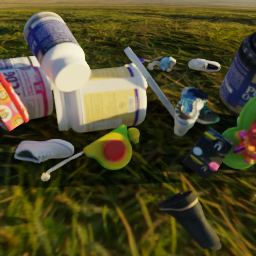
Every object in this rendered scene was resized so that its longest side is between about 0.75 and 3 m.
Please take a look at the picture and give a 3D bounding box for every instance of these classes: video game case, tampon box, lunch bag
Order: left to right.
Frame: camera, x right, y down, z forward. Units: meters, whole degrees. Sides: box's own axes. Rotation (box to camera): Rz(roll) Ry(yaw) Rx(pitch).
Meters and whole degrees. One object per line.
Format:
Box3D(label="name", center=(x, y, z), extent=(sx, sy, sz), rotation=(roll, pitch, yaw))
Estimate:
Box3D(label="lunch bag", center=(-3.074, -0.783, 6.709), extent=(0.685, 1.474, 1.673), rotation=(-32, 28, -16))
Box3D(label="video game case", center=(0.743, -1.438, 8.894), extent=(0.207, 2.301, 1.648), rotation=(-36, 28, 8))
Box3D(label="tampon box", center=(1.751, 0.554, 6.157), extent=(0.651, 0.549, 0.869), rotation=(37, 58, 13))

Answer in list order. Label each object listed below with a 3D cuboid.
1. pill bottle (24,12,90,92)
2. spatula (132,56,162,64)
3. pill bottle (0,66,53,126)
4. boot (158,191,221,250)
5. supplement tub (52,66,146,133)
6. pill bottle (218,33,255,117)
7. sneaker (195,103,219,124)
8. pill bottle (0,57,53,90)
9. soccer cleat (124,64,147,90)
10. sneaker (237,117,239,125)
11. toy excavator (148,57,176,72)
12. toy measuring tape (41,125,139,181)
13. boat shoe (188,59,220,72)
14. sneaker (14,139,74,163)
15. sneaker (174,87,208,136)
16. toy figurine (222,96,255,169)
Box3D(label="pill bottle", center=(-1.740, -1.865, 6.913), extent=(1.101, 1.101, 1.902), rotation=(-18, 60, -29))
Box3D(label="spatula", center=(1.058, -3.585, 14.732), extent=(1.870, 0.192, 0.528), rotation=(-18, 34, -30))
Box3D(label="pill bottle", center=(-3.800, -0.859, 8.234), extent=(2.792, 1.583, 1.583), rotation=(-16, 32, -26))
Box3D(label="boot", center=(0.908, 1.461, 4.371), extent=(0.463, 0.826, 1.194), rotation=(-30, -9, -11))
Box3D(label="supplement tub", center=(-0.838, -0.796, 7.959), extent=(2.390, 1.737, 1.737), rotation=(-7, 29, -13))
Box3D(label="pill bottle", center=(3.803, -1.686, 8.067), extent=(1.597, 2.856, 1.597), rotation=(2, 55, -3))
Box3D(label="sneaker", center=(2.235, -0.611, 8.739), extent=(0.567, 0.667, 1.463), rotation=(-19, 34, -28))
Box3D(label="pill bottle", center=(-3.789, -1.701, 9.891), extent=(2.678, 1.487, 1.487), rotation=(-14, 32, -25))
Box3D(label="soccer cleat", center=(0.179, -1.994, 10.777), extent=(0.709, 0.877, 2.031), rotation=(-5, 20, -16))
Box3D(label="sneaker", center=(3.921, -0.287, 7.696), extent=(1.686, 1.075, 2.917), rotation=(14, 32, 16))
Box3D(label="toy excavator", center=(1.600, -3.027, 13.264), extent=(1.048, 1.019, 0.523), rotation=(32, 33, -1))
Box3D(label="toy measuring tape", center=(-0.703, 0.755, 6.226), extent=(2.358, 0.867, 0.867), rotation=(-31, 36, -9))
Box3D(label="boat shoe", center=(3.596, -2.940, 13.187), extent=(1.457, 0.536, 0.476), rotation=(3, 25, 8))
Box3D(label="sneaker", center=(-2.024, 0.617, 6.738), extent=(1.454, 0.531, 0.515), rotation=(-3, 37, 14))
Box3D(label="sneaker", center=(1.689, -0.482, 7.967), extent=(0.743, 0.859, 1.983), rotation=(24, 41, 16))
Box3D(label="toy figurine", center=(2.966, 0.050, 5.446), extent=(2.362, 1.773, 2.174), rotation=(-28, -9, 9))
